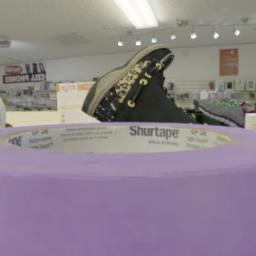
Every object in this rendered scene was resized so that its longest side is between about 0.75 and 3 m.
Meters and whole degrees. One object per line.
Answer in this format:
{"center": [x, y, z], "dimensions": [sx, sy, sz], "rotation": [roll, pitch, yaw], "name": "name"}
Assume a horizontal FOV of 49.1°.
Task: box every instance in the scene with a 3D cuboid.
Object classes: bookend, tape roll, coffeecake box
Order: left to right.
{"center": [-1.303, -0.356, 8.309], "dimensions": [1.462, 1.904, 0.696], "rotation": [-4, -17, -7], "name": "coffeecake box"}
{"center": [-0.075, 0.612, 2.469], "dimensions": [2.759, 1.172, 2.759], "rotation": [-1, 5, 0], "name": "tape roll"}
{"center": [3.253, -0.265, 12.589], "dimensions": [2.374, 1.094, 2.359], "rotation": [-5, 7, -40], "name": "bookend"}

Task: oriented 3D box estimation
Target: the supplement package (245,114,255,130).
{"center": [3.238, 0.254, 6.551], "dimensions": [0.856, 1.136, 0.862], "rotation": [1, 5, 15], "name": "supplement package"}

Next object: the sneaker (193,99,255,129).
{"center": [2.724, -0.552, 7.765], "dimensions": [1.787, 0.782, 0.665], "rotation": [25, 24, -3], "name": "sneaker"}

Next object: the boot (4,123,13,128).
{"center": [-5.916, 0.005, 13.154], "dimensions": [1.341, 0.503, 0.719], "rotation": [0, 0, 7], "name": "boot"}

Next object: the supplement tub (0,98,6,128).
{"center": [-4.447, -0.222, 6.456], "dimensions": [2.090, 2.090, 2.890], "rotation": [1, 5, 9], "name": "supplement tub"}

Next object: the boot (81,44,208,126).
{"center": [0.714, -0.494, 5.666], "dimensions": [2.162, 1.033, 2.862], "rotation": [39, 46, 10], "name": "boot"}
